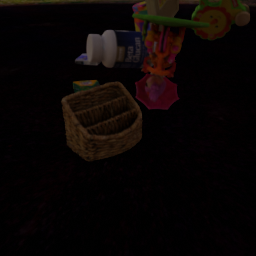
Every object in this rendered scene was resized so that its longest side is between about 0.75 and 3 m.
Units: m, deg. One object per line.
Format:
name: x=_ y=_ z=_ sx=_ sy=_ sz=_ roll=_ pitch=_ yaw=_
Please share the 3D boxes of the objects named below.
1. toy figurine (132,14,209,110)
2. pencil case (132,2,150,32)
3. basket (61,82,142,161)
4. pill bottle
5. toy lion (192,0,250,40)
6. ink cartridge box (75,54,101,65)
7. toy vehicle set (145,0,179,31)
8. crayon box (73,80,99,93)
toy figurine: x=0.636 y=-1.131 z=5.208 sx=1.407 sy=1.725 sz=1.874 roll=10 pitch=21 yaw=7
pencil case: x=0.729 y=-3.512 z=10.236 sx=0.950 sy=2.149 sz=0.950 roll=-7 pitch=31 yaw=4
basket: x=-0.590 y=-0.209 z=7.694 sx=2.052 sy=1.529 sz=1.465 roll=-22 pitch=36 yaw=-35
pill bottle: x=-0.226 y=-2.580 z=9.223 sx=2.142 sy=1.189 sz=1.189 roll=-4 pitch=29 yaw=-19
toy lion: x=2.766 y=-3.651 z=8.768 sx=1.751 sy=1.827 sz=0.627 roll=-12 pitch=48 yaw=30
ink cartridge box: x=-2.091 y=-3.737 z=15.250 sx=1.218 sy=0.267 sz=1.229 roll=5 pitch=32 yaw=9
toy vehicle set: x=0.737 y=-2.975 z=6.141 sx=0.211 sy=1.594 sz=0.990 roll=25 pitch=69 yaw=26
crayon box: x=-1.739 y=-1.717 z=11.623 sx=1.026 sy=0.299 sz=0.609 roll=-7 pitch=30 yaw=-12
